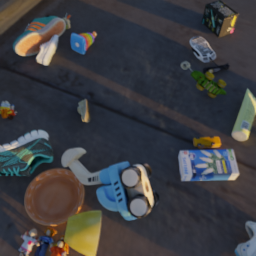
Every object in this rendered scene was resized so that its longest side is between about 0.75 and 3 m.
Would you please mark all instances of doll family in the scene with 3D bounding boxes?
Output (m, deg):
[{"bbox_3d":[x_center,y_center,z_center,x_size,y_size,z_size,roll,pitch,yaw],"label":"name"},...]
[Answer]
[{"bbox_3d":[-2.179,3.270,7.610,1.592,0.717,0.988,8,61,27],"label":"doll family"},{"bbox_3d":[-4.756,-0.572,10.237,1.221,0.550,0.758,-9,56,-6],"label":"doll family"}]

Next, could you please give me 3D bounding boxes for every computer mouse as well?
[{"bbox_3d":[3.362,-3.118,12.099,1.131,0.452,2.062,-22,64,-9],"label":"computer mouse"}]

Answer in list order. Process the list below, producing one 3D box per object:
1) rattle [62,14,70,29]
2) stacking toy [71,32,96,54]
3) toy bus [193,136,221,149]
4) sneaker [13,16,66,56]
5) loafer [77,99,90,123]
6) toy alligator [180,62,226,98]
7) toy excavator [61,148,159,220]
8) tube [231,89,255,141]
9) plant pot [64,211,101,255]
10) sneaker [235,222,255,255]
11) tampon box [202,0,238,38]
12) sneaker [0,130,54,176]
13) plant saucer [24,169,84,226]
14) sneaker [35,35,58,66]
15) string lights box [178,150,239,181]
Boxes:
[{"bbox_3d":[-3.018,-4.894,13.050,0.602,0.843,0.549,-22,90,-23],"label":"rattle"},{"bbox_3d":[-1.856,-3.974,12.599,0.778,0.823,1.417,27,46,17],"label":"stacking toy"},{"bbox_3d":[2.683,0.504,9.601,0.904,0.354,0.294,-4,61,-3],"label":"toy bus"},{"bbox_3d":[-4.138,-4.176,12.553,1.117,0.998,2.797,28,55,24],"label":"sneaker"},{"bbox_3d":[-1.645,-0.593,10.326,0.399,0.442,1.167,-17,40,5],"label":"loafer"},{"bbox_3d":[2.863,-1.762,10.627,2.134,0.707,0.513,30,37,-6],"label":"toy alligator"},{"bbox_3d":[-0.630,1.574,8.267,2.512,1.255,2.442,-17,84,18],"label":"toy excavator"},{"bbox_3d":[4.309,-0.454,10.182,0.545,0.609,2.101,18,57,23],"label":"tube"},{"bbox_3d":[-1.203,2.700,7.288,0.824,1.161,1.161,10,55,-8],"label":"plant pot"},{"bbox_3d":[3.300,3.618,7.210,1.126,0.974,2.598,13,48,16],"label":"sneaker"},{"bbox_3d":[4.269,-5.108,13.099,0.852,1.011,1.349,-23,58,-15],"label":"tampon box"},{"bbox_3d":[-3.569,1.107,8.849,2.644,1.026,1.206,-31,64,-18],"label":"sneaker"},{"bbox_3d":[-2.210,2.101,8.520,1.783,0.334,1.783,0,56,0],"label":"plant saucer"},{"bbox_3d":[-3.519,-3.463,12.159,0.601,0.620,1.698,18,57,-6],"label":"sneaker"},{"bbox_3d":[2.544,1.207,9.021,1.727,0.509,0.887,-2,57,-1],"label":"string lights box"}]
